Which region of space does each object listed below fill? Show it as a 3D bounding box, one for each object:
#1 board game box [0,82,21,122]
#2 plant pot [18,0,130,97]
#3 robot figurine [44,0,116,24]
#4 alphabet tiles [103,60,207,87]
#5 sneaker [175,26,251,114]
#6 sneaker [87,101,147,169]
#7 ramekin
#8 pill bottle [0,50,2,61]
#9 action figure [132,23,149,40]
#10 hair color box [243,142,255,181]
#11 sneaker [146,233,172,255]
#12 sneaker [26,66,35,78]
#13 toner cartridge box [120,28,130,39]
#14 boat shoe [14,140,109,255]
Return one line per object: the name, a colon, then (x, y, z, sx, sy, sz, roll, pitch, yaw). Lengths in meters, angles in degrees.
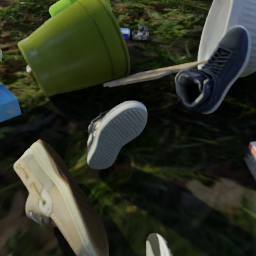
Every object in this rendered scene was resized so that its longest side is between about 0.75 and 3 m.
board game box: (-4.678, -0.857, 8.064, 2.076, 0.547, 2.713, -28, 48, -33)
plant pot: (-1.735, -2.256, 8.465, 2.588, 2.688, 2.688, -28, 47, -12)
robot figurine: (-1.920, -4.428, 11.089, 2.843, 2.495, 1.645, -31, 22, -1)
alphabet tiles: (0.746, -1.537, 7.963, 2.337, 0.106, 2.796, -4, 16, 31)
sneaker: (2.139, -1.518, 7.024, 0.936, 2.463, 1.780, 32, 17, 34)
sneaker: (-0.352, -0.004, 5.921, 0.837, 2.134, 0.847, 14, 47, -26)
ramekin: (3.451, -3.019, 8.979, 1.534, 2.922, 2.922, 11, 41, -2)
pill bottle: (-4.283, -1.861, 7.964, 0.894, 0.894, 1.565, 3, 36, 4)
action figure: (0.556, -4.091, 12.071, 0.714, 0.381, 1.097, 12, 45, 5)
hair color box: (3.752, 0.791, 6.184, 1.964, 0.601, 0.997, -4, 42, -4)
sneaker: (0.218, 2.572, 3.952, 0.917, 0.855, 2.313, 2, 41, 10)
sneaker: (-2.936, -2.184, 9.762, 1.240, 0.469, 0.544, -23, 45, -26)
toner cartridge box: (-0.563, -4.118, 12.170, 1.213, 0.262, 0.576, 4, 41, 5)
boat shoe: (-1.367, 1.401, 5.267, 0.938, 1.042, 2.887, -39, 53, -6)
